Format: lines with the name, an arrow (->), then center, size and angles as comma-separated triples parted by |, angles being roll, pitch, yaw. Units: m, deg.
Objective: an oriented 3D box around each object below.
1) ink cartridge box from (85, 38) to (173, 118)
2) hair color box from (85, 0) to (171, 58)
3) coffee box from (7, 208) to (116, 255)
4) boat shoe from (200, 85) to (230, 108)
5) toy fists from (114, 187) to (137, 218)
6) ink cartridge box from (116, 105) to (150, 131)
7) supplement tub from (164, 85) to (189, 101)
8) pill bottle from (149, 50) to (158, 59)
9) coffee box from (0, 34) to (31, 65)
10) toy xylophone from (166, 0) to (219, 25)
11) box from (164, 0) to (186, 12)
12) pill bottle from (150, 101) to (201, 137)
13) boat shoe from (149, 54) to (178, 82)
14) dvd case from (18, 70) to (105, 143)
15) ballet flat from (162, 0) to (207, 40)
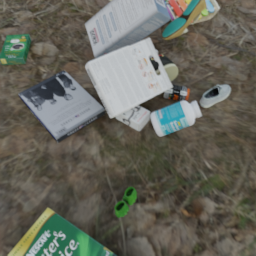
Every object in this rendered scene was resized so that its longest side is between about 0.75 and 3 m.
ink cartridge box -> 0.046, -1.603, 8.911 | 2.271, 0.569, 1.827 | -28, 96, -20
hair color box -> -0.115, -3.817, 10.093 | 0.908, 2.996, 1.483 | -2, 72, -53
coffee box -> -1.320, 3.321, 6.404 | 2.841, 0.625, 1.747 | 29, 58, 20
boat shoe -> 3.129, -1.217, 9.870 | 1.431, 0.509, 0.499 | -32, 59, -21
toy fists -> -0.063, 2.008, 7.518 | 0.300, 0.445, 0.872 | 16, 53, 32
ink cartridge box -> 0.166, -0.424, 9.345 | 0.961, 0.401, 0.698 | 29, 59, 20
supplement tub -> 1.709, -1.238, 9.881 | 0.843, 0.517, 0.517 | 10, 54, 9
pill bottle -> 0.503, -2.906, 10.968 | 1.178, 0.674, 0.674 | 25, 57, 13
coffee box -> -4.598, -3.214, 11.460 | 0.983, 0.352, 1.599 | -4, 53, -3
toy xylophone -> 2.759, -5.460, 12.760 | 2.477, 0.622, 1.813 | -26, 73, -16
box -> 2.069, -6.259, 13.716 | 1.370, 0.378, 2.007 | -12, 54, -9
pill bottle -> 1.485, -0.333, 8.656 | 1.460, 0.809, 0.809 | -22, 53, 14
boat shoe -> 0.306, -1.638, 9.762 | 2.851, 1.043, 0.893 | -27, 56, -8
dvd case -> -2.320, -0.840, 9.710 | 1.940, 0.319, 2.581 | -34, 60, -23
ballet flat -> 2.221, -4.060, 10.707 | 2.158, 0.680, 0.741 | -47, 42, 6
